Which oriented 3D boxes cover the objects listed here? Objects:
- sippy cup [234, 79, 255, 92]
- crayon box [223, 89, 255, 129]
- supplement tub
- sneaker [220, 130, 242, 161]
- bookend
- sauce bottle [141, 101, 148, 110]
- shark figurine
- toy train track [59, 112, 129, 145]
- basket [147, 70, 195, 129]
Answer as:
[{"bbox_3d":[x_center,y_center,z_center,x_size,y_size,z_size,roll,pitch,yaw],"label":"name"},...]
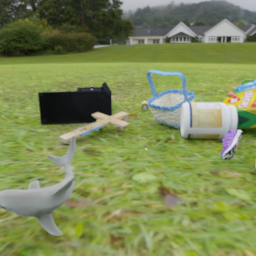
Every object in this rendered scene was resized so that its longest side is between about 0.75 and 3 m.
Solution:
[{"bbox_3d":[5.321,-1.179,11.342,1.741,1.866,2.376,-10,2,4],"label":"sippy cup"},{"bbox_3d":[4.656,-0.738,9.425,2.843,0.722,1.805,-5,27,35],"label":"crayon box"},{"bbox_3d":[2.514,-0.228,8.888,1.594,1.151,1.151,1,17,5],"label":"supplement tub"},{"bbox_3d":[2.503,0.421,7.004,0.419,0.405,1.005,15,45,32],"label":"sneaker"},{"bbox_3d":[-2.125,-1.119,11.734,2.688,1.246,2.705,-2,16,-7],"label":"bookend"},{"bbox_3d":[0.777,-1.019,13.064,0.317,0.317,0.979,1,19,3],"label":"sauce bottle"},{"bbox_3d":[-1.126,0.915,4.698,1.148,0.802,1.922,43,26,-1],"label":"shark figurine"},{"bbox_3d":[-1.022,0.065,9.299,1.567,0.444,2.731,20,31,39],"label":"toy train track"},{"bbox_3d":[1.485,-1.096,10.135,1.380,1.984,1.750,-35,33,-23],"label":"basket"}]
